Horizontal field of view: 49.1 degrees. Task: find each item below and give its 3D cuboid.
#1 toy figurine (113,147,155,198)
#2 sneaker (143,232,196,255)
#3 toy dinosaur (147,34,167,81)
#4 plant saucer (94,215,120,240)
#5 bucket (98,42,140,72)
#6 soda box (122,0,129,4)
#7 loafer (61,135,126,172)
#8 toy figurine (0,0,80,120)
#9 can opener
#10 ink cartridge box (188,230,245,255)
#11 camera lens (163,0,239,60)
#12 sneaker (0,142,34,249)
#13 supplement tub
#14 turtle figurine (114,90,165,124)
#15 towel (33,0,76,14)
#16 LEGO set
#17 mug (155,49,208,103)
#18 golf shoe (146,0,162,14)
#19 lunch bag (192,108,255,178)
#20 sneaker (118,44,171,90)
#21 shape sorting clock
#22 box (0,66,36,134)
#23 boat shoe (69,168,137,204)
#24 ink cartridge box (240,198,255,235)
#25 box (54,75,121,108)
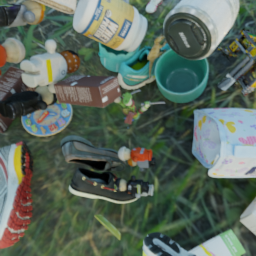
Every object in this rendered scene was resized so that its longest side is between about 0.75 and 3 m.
[{"bbox_3d":[0.172,1.052,6.570,0.790,1.118,1.136,1,73,13],"label":"toy figurine"},{"bbox_3d":[1.082,2.933,5.489,1.953,0.882,0.763,31,32,29],"label":"sneaker"},{"bbox_3d":[0.857,-2.382,8.905,0.495,1.700,0.859,35,57,15],"label":"toy dinosaur"},{"bbox_3d":[-0.483,2.423,6.915,0.862,0.862,0.134,38,70,19],"label":"plant saucer"},{"bbox_3d":[-0.340,-2.807,10.001,1.535,0.999,1.535,4,59,-6],"label":"bucket"},{"bbox_3d":[-0.346,-4.286,9.762,0.589,1.727,0.548,25,73,6],"label":"soda box"},{"bbox_3d":[-0.852,0.877,7.293,0.755,2.101,0.661,-36,46,28],"label":"loafer"},{"bbox_3d":[-2.913,-1.936,7.972,2.796,2.752,1.945,52,40,1],"label":"toy figurine"},{"bbox_3d":[3.232,-1.602,8.459,0.315,0.398,1.196,41,109,-6],"label":"can opener"},{"bbox_3d":[1.743,3.151,6.666,1.754,1.027,0.591,-23,64,-13],"label":"ink cartridge box"},{"bbox_3d":[2.029,-2.979,7.793,1.553,1.553,1.942,31,63,16],"label":"camera lens"},{"bbox_3d":[-3.280,1.760,7.541,1.181,1.119,2.875,-11,52,-1],"label":"sneaker"},{"bbox_3d":[-0.573,-3.416,8.998,2.040,1.476,1.476,18,56,-29],"label":"supplement tub"},{"bbox_3d":[0.145,-0.828,8.142,1.301,1.261,0.936,-38,62,11],"label":"turtle figurine"},{"bbox_3d":[-2.517,-4.246,7.284,2.641,0.455,1.750,11,78,-31],"label":"towel"},{"bbox_3d":[4.309,-2.122,9.766,1.855,1.398,2.412,-8,60,-39],"label":"LEGO set"},{"bbox_3d":[1.882,-1.686,9.029,1.960,1.212,1.610,-22,72,6],"label":"mug"},{"bbox_3d":[1.081,-5.266,11.738,0.424,0.538,1.168,27,65,14],"label":"golf shoe"},{"bbox_3d":[3.021,0.408,7.184,2.295,2.707,1.721,0,98,-2],"label":"lunch bag"},{"bbox_3d":[0.908,-2.316,9.709,2.878,1.146,1.115,-33,65,-18],"label":"sneaker"},{"bbox_3d":[-2.646,-0.443,9.120,1.646,0.323,1.646,0,60,0],"label":"shape sorting clock"},{"bbox_3d":[-3.891,-0.917,8.985,0.732,0.978,1.954,20,63,17],"label":"box"},{"bbox_3d":[-0.505,1.463,7.122,1.919,0.601,0.702,17,13,-26],"label":"boat shoe"},{"bbox_3d":[4.354,2.486,7.065,1.682,1.013,2.315,-40,67,-19],"label":"ink cartridge box"},{"bbox_3d":[-1.037,-0.945,7.035,1.537,0.576,0.770,9,32,31],"label":"box"}]
